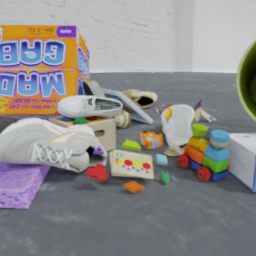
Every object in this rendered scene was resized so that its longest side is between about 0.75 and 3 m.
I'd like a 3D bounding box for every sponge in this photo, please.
[{"bbox_3d":[-2.608,0.876,6.164,1.603,0.428,2.873,0,15,-3],"label":"sponge"}]

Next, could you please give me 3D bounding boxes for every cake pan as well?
[{"bbox_3d":[-1.018,-0.768,9.519,0.347,1.895,1.895,-23,21,-14],"label":"cake pan"}]

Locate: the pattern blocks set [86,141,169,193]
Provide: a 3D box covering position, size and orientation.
[{"bbox_3d":[0.056,0.789,5.982,1.679,0.136,1.476,15,35,-1],"label":"pattern blocks set"}]

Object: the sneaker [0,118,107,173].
[{"bbox_3d":[-1.432,0.457,5.859,2.491,0.943,1.146,-1,31,-46],"label":"sneaker"}]

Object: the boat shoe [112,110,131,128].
[{"bbox_3d":[-0.863,-0.559,10.692,0.848,0.798,2.226,0,12,-39],"label":"boat shoe"}]

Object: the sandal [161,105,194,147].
[{"bbox_3d":[1.587,-0.005,9.146,1.086,0.656,2.668,2,29,12],"label":"sandal"}]

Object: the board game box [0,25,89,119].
[{"bbox_3d":[-3.053,-1.823,10.275,2.879,2.880,2.882,0,-2,1],"label":"board game box"}]

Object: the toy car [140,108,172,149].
[{"bbox_3d":[0.696,0.044,7.788,0.717,1.462,0.487,23,40,12],"label":"toy car"}]

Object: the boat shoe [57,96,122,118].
[{"bbox_3d":[-1.014,-0.642,7.624,1.760,0.647,0.588,-3,-15,-17],"label":"boat shoe"}]

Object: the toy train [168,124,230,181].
[{"bbox_3d":[1.540,0.367,6.491,0.766,1.047,1.810,-9,25,-31],"label":"toy train"}]

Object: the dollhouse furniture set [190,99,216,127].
[{"bbox_3d":[2.810,-0.218,10.997,0.955,1.067,1.346,39,45,-3],"label":"dollhouse furniture set"}]

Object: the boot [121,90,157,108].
[{"bbox_3d":[0.409,-1.486,14.572,2.113,0.769,1.642,6,15,8],"label":"boot"}]

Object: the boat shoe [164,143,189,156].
[{"bbox_3d":[1.342,0.576,7.601,0.835,0.263,0.305,-6,17,-24],"label":"boat shoe"}]

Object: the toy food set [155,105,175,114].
[{"bbox_3d":[1.840,-0.922,13.003,1.071,0.169,0.681,-9,31,-4],"label":"toy food set"}]

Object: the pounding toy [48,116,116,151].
[{"bbox_3d":[-1.374,-0.021,8.406,1.942,1.011,2.211,-14,20,-41],"label":"pounding toy"}]

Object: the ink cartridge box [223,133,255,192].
[{"bbox_3d":[3.408,0.662,6.116,2.208,0.843,1.506,-3,15,-6],"label":"ink cartridge box"}]

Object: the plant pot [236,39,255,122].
[{"bbox_3d":[4.054,-1.150,7.439,2.531,2.531,2.705,4,4,14],"label":"plant pot"}]

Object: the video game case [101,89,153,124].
[{"bbox_3d":[-0.202,-0.863,10.948,1.968,0.217,1.792,38,-12,-37],"label":"video game case"}]
